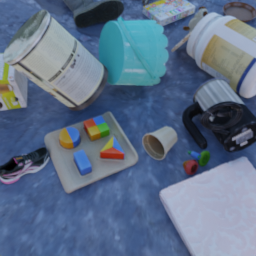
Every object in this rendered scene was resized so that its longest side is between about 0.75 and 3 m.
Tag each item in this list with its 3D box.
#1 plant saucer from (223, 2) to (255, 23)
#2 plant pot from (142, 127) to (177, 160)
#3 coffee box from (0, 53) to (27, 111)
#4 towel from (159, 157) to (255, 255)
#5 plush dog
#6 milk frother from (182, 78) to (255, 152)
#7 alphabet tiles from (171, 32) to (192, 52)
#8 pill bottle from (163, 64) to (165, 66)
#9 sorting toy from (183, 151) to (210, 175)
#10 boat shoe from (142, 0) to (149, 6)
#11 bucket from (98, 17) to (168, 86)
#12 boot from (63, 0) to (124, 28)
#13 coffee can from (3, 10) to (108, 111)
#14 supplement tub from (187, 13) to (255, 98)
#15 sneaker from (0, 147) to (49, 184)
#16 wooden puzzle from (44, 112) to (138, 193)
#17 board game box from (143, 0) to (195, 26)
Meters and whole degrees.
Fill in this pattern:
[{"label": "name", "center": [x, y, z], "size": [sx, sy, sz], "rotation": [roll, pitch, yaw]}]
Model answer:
[{"label": "plant saucer", "center": [4.619, -4.790, 11.667], "size": [1.381, 0.238, 1.381], "rotation": [0, 55, 1]}, {"label": "plant pot", "center": [0.926, 0.348, 7.667], "size": [0.804, 0.804, 0.736], "rotation": [39, 52, 24]}, {"label": "coffee box", "center": [-3.876, -1.387, 8.563], "size": [1.232, 1.244, 1.246], "rotation": [-9, 55, -6]}, {"label": "towel", "center": [2.373, 2.085, 6.574], "size": [2.539, 0.409, 2.425], "rotation": [-19, 57, -13]}, {"label": "plush dog", "center": [2.745, -3.978, 10.677], "size": [0.994, 1.239, 1.064], "rotation": [10, 43, 39]}, {"label": "milk frother", "center": [2.413, -0.560, 7.424], "size": [1.786, 1.979, 1.862], "rotation": [-17, 50, -9]}, {"label": "alphabet tiles", "center": [2.137, -3.196, 9.799], "size": [1.462, 1.430, 0.107], "rotation": [-40, 94, -6]}, {"label": "pill bottle", "center": [0.782, -2.259, 9.565], "size": [0.963, 0.548, 0.548], "rotation": [17, 55, 3]}, {"label": "sorting toy", "center": [1.768, 0.853, 7.472], "size": [0.880, 0.529, 0.361], "rotation": [-32, 35, -25]}, {"label": "boat shoe", "center": [0.733, -5.456, 12.146], "size": [0.276, 0.281, 0.754], "rotation": [5, 43, 14]}, {"label": "bucket", "center": [0.081, -2.278, 8.553], "size": [1.398, 2.148, 2.148], "rotation": [-9, 53, -27]}, {"label": "boot", "center": [-1.563, -5.340, 11.725], "size": [2.278, 0.909, 2.506], "rotation": [-15, 49, -7]}, {"label": "coffee can", "center": [-1.923, -1.776, 7.760], "size": [1.687, 2.305, 1.687], "rotation": [-23, 48, 28]}, {"label": "supplement tub", "center": [3.328, -2.356, 8.889], "size": [1.841, 1.841, 2.549], "rotation": [-35, 62, -22]}, {"label": "sneaker", "center": [-2.713, 0.920, 7.295], "size": [1.390, 0.600, 0.558], "rotation": [-36, 63, -24]}, {"label": "wooden puzzle", "center": [-1.059, 0.504, 7.661], "size": [2.104, 0.487, 1.949], "rotation": [-23, 57, -16]}, {"label": "board game box", "center": [1.700, -4.927, 11.700], "size": [1.815, 0.311, 1.220], "rotation": [-28, 58, -19]}]
